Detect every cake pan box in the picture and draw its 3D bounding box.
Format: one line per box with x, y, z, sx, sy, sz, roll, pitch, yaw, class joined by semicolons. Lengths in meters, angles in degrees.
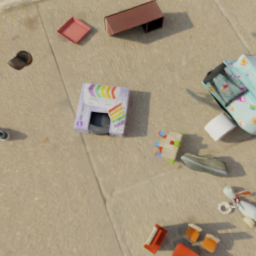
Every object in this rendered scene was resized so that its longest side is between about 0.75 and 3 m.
-1.072;-0.717;11.741;2.049;0.582;2.225;7;69;5;cake pan box

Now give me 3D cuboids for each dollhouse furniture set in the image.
1.713;4.316;9.494;2.325;1.211;2.350;30;72;11;dollhouse furniture set

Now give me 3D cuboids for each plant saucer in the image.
-2.600;-4.621;13.391;1.181;0.217;1.183;36;74;12;plant saucer

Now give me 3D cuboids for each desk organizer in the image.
0.290;-4.934;13.133;2.633;0.944;1.014;-22;73;-8;desk organizer

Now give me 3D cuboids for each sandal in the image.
-3.284;-2.165;8.626;0.559;1.368;0.373;29;115;-11;sandal

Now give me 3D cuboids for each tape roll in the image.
3.685;-0.033;11.232;1.029;1.029;0.706;-34;73;-12;tape roll

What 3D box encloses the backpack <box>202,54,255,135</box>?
4.751;-1.330;10.864;2.618;2.283;2.978;-15;73;-51;backpack

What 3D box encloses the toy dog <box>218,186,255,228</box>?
4.275;2.863;10.255;1.683;0.811;1.110;25;71;9;toy dog

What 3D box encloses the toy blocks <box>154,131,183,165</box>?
1.525;0.695;11.218;0.998;0.729;1.460;15;69;17;toy blocks

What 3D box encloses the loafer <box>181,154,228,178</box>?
2.991;1.369;10.952;1.878;0.706;0.654;19;62;0;loafer

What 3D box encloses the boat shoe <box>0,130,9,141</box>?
-5.588;0.137;11.439;1.451;0.515;0.523;11;70;4;boat shoe
